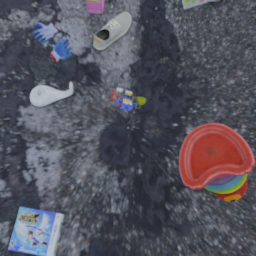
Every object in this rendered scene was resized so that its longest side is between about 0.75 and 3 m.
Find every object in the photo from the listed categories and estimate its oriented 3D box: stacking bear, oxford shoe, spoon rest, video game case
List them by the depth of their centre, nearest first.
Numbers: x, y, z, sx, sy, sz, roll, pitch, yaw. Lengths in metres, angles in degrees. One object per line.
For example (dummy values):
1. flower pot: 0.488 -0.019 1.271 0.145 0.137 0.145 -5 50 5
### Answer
1. stacking bear: 2.364 1.084 7.057 1.553 2.558 1.454 -22 53 18
2. video game case: -2.875 3.268 8.832 1.429 0.325 1.296 8 69 3
3. spoon rest: -2.855 -1.277 10.515 1.783 0.540 0.886 -9 68 11
4. oxford shoe: -0.611 -4.043 11.430 0.809 0.622 2.153 37 72 16

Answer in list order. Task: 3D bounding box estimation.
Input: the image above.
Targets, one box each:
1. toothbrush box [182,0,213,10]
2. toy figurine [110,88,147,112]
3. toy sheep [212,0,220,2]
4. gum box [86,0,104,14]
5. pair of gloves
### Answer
1. toothbrush box: 2.169 -4.199 8.374 1.091 1.498 0.645 -14 97 10
2. toy figurine: -0.004 -0.503 6.409 0.852 0.449 0.510 17 45 -18
3. toy sheep: 3.824 -5.806 12.070 1.000 0.690 0.690 -29 72 -23
4. gum box: -1.345 -6.057 11.893 0.666 1.142 2.013 4 69 1
5. pair of gloves: -2.271 -2.645 8.506 1.327 0.151 1.067 52 36 -21
